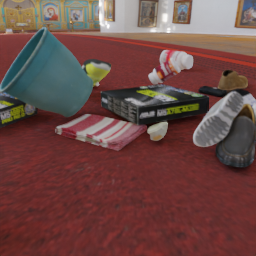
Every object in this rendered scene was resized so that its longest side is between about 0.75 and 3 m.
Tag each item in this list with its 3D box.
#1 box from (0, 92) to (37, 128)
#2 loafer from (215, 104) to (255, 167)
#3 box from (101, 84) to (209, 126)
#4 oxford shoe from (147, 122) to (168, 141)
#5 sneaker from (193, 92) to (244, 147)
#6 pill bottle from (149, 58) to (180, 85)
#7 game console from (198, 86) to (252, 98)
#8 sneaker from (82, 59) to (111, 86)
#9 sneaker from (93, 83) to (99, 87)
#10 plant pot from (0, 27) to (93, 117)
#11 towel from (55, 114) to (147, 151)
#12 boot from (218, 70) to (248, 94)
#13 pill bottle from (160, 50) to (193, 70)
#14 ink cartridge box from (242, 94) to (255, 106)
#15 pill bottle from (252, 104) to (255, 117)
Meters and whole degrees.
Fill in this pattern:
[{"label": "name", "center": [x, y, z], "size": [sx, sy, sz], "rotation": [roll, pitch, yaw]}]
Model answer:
[{"label": "box", "center": [-4.727, -0.666, 9.310], "size": [2.650, 0.587, 2.123], "rotation": [14, 27, 30]}, {"label": "loafer", "center": [2.751, 0.132, 7.016], "size": [0.915, 0.908, 2.513], "rotation": [10, 26, 19]}, {"label": "box", "center": [0.812, -0.908, 9.619], "size": [2.702, 0.665, 2.798], "rotation": [-8, 20, -25]}, {"label": "oxford shoe", "center": [0.858, 0.089, 7.847], "size": [0.523, 0.402, 1.391], "rotation": [-23, 2, 17]}, {"label": "sneaker", "center": [2.215, -0.143, 7.049], "size": [1.722, 0.644, 0.706], "rotation": [-43, 2, -17]}, {"label": "pill bottle", "center": [1.447, -2.248, 11.321], "size": [1.169, 0.660, 0.660], "rotation": [-30, 12, 24]}, {"label": "game console", "center": [3.978, -1.462, 11.666], "size": [2.040, 0.246, 1.203], "rotation": [21, 30, 37]}, {"label": "sneaker", "center": [-1.474, -1.914, 10.888], "size": [1.004, 1.018, 2.664], "rotation": [10, -11, -30]}, {"label": "sneaker", "center": [-2.203, -2.159, 12.966], "size": [0.877, 0.826, 2.143], "rotation": [-44, 41, -23]}, {"label": "plant pot", "center": [-2.323, -1.483, 8.581], "size": [2.104, 2.239, 2.239], "rotation": [35, 4, -32]}, {"label": "towel", "center": [-0.784, 0.010, 8.172], "size": [2.232, 0.254, 1.608], "rotation": [13, 25, 27]}, {"label": "boot", "center": [4.809, -2.199, 12.599], "size": [0.864, 0.886, 2.348], "rotation": [17, 27, 38]}, {"label": "pill bottle", "center": [2.904, -4.053, 16.750], "size": [1.039, 1.039, 1.851], "rotation": [-20, 31, -39]}, {"label": "ink cartridge box", "center": [3.125, -0.480, 8.517], "size": [1.778, 0.836, 0.393], "rotation": [-20, 68, -38]}, {"label": "pill bottle", "center": [4.378, -0.300, 8.160], "size": [1.448, 0.814, 0.814], "rotation": [16, 28, 32]}]
